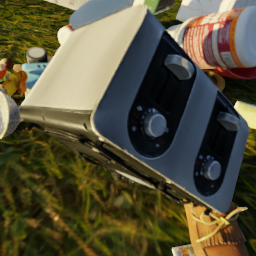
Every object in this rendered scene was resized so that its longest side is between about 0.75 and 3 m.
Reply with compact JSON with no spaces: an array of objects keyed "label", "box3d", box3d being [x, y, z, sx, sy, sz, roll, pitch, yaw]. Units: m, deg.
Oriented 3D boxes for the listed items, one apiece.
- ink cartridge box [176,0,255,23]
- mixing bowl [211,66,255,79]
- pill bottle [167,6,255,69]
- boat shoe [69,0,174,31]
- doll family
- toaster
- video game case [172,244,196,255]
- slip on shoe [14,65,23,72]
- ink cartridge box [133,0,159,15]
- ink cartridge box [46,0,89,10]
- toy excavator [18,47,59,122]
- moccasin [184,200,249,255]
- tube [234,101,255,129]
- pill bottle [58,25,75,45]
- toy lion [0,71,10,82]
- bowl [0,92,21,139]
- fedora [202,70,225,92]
[{"label":"ink cartridge box","box3d":[2.925,-3.292,7.702,2.329,1.685,1.715,7,25,-38]},{"label":"mixing bowl","box3d":[3.970,-3.056,10.684,2.795,2.795,1.514,-14,-1,-16]},{"label":"pill bottle","box3d":[1.845,-1.909,6.228,1.164,1.164,2.125,-31,27,-32]},{"label":"boat shoe","box3d":[-0.104,-2.554,6.228,2.373,0.755,0.839,-18,54,7]},{"label":"doll family","box3d":[-3.963,-1.166,8.851,2.588,1.166,1.607,-20,31,51]},{"label":"toaster","box3d":[0.035,-0.115,4.115,2.734,2.472,1.622,8,66,53]},{"label":"video game case","box3d":[1.474,2.621,5.477,1.041,0.094,0.745,-7,41,-8]},{"label":"slip on shoe","box3d":[-4.255,-2.393,11.330,0.790,0.300,0.239,6,0,19]},{"label":"ink cartridge box","box3d":[0.229,-1.810,4.313,0.240,0.809,0.420,18,8,-24]},{"label":"ink cartridge box","box3d":[-1.972,-4.366,8.372,1.621,1.193,1.172,9,27,-26]},{"label":"toy excavator","box3d":[-2.949,-1.215,9.184,2.761,1.418,2.840,-4,53,-11]},{"label":"moccasin","box3d":[1.745,1.772,5.601,1.004,1.060,2.746,0,36,1]},{"label":"tube","box3d":[4.543,-0.115,8.352,2.738,0.711,0.794,16,82,13]},{"label":"pill bottle","box3d":[-2.261,-4.442,13.114,1.056,1.056,1.927,21,44,23]},{"label":"toy lion","box3d":[-5.069,-1.804,10.115,1.451,0.498,1.391,-25,31,-36]},{"label":"bowl","box3d":[-1.892,-0.188,4.275,0.778,0.778,0.365,31,18,31]},{"label":"fedora","box3d":[2.674,-1.482,9.945,1.497,0.610,1.497,0,44,0]}]
